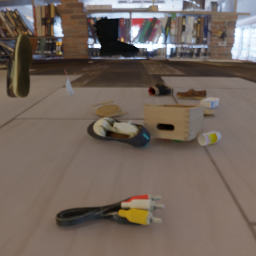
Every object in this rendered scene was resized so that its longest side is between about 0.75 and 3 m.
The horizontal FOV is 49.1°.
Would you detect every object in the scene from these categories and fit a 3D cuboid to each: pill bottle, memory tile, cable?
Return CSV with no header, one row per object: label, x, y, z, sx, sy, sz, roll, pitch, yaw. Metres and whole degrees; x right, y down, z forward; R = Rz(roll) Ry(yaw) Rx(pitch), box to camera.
pill bottle,2.902,0.358,9.938,0.828,0.432,0.432,-11,21,-30
memory tile,2.706,-0.799,13.798,2.631,0.221,2.017,-4,19,-13
cable,-0.364,1.637,5.832,2.193,0.552,1.065,2,18,5

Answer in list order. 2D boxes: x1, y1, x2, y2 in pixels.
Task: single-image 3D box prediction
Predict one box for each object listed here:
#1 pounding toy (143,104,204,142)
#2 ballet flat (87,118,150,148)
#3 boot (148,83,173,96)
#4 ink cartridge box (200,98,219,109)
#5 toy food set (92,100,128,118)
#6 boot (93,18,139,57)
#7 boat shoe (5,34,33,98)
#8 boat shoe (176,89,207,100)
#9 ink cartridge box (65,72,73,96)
pounding toy,1.627,-0.270,10.792,2.396,1.248,2.728,5,9,30
ballet flat,-0.473,0.031,9.898,2.640,0.965,0.965,12,22,28
boot,1.925,-2.527,18.414,1.377,0.669,1.829,-9,26,-27
ink cartridge box,4.481,-1.366,15.257,0.651,0.381,1.122,15,23,38
toy food set,-0.897,-0.771,13.630,1.348,0.392,1.953,-15,28,-19
boot,-0.444,-3.471,10.711,1.698,1.392,0.628,-3,16,4
boat shoe,-4.562,-2.545,11.465,0.889,2.743,1.004,-5,-16,17
boat shoe,3.869,-2.090,17.077,1.835,0.620,0.660,6,19,18
ink cartridge box,-2.644,-1.920,12.106,0.263,1.049,0.850,-22,9,-8
